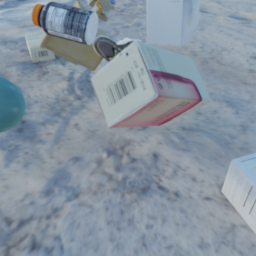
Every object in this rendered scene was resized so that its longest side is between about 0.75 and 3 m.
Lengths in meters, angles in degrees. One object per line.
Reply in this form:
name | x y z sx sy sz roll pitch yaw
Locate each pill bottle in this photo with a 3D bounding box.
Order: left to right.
pill bottle | -1.657 -2.753 7.270 1.601 0.850 0.850 17 40 7

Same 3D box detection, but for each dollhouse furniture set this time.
dollhouse furniture set | -1.905 -3.515 9.473 1.920 2.533 2.890 20 33 -37

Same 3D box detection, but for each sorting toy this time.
sorting toy | -0.691 -3.452 7.636 0.146 0.602 1.068 -17 24 31

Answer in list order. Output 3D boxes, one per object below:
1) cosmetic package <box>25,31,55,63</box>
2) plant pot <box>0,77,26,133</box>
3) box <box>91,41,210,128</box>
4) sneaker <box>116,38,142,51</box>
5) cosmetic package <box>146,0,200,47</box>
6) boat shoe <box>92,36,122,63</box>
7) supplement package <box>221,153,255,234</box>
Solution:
cosmetic package | -4.718 -4.360 14.901 1.168 0.825 2.257 -15 41 -19
plant pot | -2.394 -0.405 4.902 1.147 1.147 0.920 18 7 22
box | 0.632 -0.930 6.957 2.504 1.601 1.364 -3 67 -49
sneaker | 0.035 -3.627 11.948 1.390 0.489 0.557 4 53 32
cosmetic package | 1.441 -3.778 8.702 1.219 1.983 1.977 13 35 22
boat shoe | -0.407 -2.214 8.667 0.631 1.756 0.523 -48 55 8
supplement package | 3.506 1.790 6.605 1.298 1.250 2.283 -12 39 -15
